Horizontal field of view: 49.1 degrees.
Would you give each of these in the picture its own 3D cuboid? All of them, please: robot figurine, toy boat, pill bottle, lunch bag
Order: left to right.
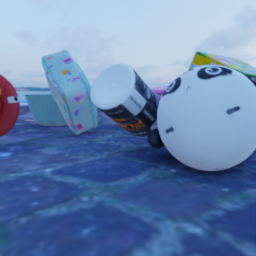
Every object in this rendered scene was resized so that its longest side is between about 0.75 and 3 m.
[{"bbox_3d":[-3.525,-0.588,6.072,1.919,1.916,2.936,-12,0,25],"label":"toy boat"},{"bbox_3d":[-1.862,-1.144,8.948,0.996,2.072,2.583,-24,47,-15],"label":"lunch bag"},{"bbox_3d":[0.145,-0.452,6.115,1.047,1.047,1.971,5,-20,34],"label":"pill bottle"},{"bbox_3d":[1.608,-0.242,5.094,1.744,2.099,2.794,31,19,23],"label":"robot figurine"}]

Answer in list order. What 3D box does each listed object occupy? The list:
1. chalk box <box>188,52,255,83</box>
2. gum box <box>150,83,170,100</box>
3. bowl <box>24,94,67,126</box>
[{"bbox_3d":[3.020,-1.058,8.187,2.677,1.666,1.657,-4,34,-41],"label":"chalk box"},{"bbox_3d":[1.383,-1.215,9.684,0.793,0.462,1.397,6,21,35],"label":"gum box"},{"bbox_3d":[-2.966,-0.783,11.590,2.478,1.296,2.478,0,6,0],"label":"bowl"}]
